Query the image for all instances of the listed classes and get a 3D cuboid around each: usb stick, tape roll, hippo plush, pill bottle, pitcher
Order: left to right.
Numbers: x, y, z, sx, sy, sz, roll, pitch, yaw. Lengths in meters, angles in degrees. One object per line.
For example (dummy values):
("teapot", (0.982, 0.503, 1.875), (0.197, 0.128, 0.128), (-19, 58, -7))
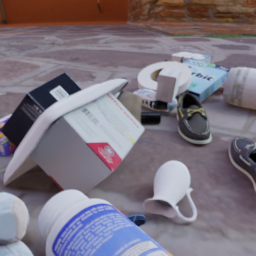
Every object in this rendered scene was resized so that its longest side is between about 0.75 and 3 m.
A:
("hippo plush", (-2.597, 1.817, 4.427), (2.390, 1.903, 1.921), (11, -7, -12))
("pill bottle", (-0.389, 1.888, 4.163), (1.311, 1.311, 2.340), (-20, 32, -35))
("usb stick", (0.339, -0.359, 9.799), (1.663, 0.461, 0.271), (0, 35, 1))
("tape roll", (1.553, -2.110, 12.060), (2.319, 0.424, 2.319), (-7, 41, 6))
("pitcher", (1.028, 1.370, 6.015), (1.078, 0.762, 1.257), (24, 42, 9))

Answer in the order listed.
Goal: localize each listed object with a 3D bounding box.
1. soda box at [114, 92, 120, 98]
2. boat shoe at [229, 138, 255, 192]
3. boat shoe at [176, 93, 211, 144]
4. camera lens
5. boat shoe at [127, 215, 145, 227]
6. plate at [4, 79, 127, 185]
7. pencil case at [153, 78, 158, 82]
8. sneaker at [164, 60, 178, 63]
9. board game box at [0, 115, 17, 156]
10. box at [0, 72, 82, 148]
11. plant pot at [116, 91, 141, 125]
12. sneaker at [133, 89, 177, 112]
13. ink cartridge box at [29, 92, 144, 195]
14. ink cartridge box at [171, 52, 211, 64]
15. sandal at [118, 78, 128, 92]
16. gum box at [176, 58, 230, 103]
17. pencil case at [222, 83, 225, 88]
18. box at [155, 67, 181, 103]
("soda box", (-1.278, -0.805, 10.240), (2.541, 0.869, 0.808), (1, 25, 2))
("boat shoe", (3.293, 0.811, 6.881), (1.014, 0.875, 2.790), (0, 26, 0))
("boat shoe", (2.142, -0.383, 9.420), (0.977, 0.826, 2.742), (-1, 26, -1))
("camera lens", (4.891, -1.523, 10.966), (1.919, 1.535, 1.535), (15, 30, 28))
("boat shoe", (-0.024, 1.889, 5.285), (0.771, 0.325, 0.265), (-24, 24, 10))
("plate", (-1.603, -0.060, 6.915), (0.466, 2.884, 2.878), (48, 37, 1))
("pencil case", (1.389, -2.163, 13.421), (1.548, 0.662, 0.650), (-10, 70, -21))
("sneaker", (2.452, -2.776, 14.116), (0.827, 1.064, 2.365), (-15, 30, -28))
("board game box", (-3.680, 0.128, 8.816), (1.306, 0.435, 1.943), (10, 27, 19))
("box", (-2.419, -0.472, 8.172), (0.999, 1.747, 1.919), (46, 33, -7))
("plant pot", (-0.045, -0.594, 9.093), (1.202, 1.043, 1.202), (18, -1, 0))
("sneaker", (0.903, -1.057, 10.985), (2.016, 0.724, 0.730), (13, 31, 30))
("ink cartridge box", (-0.873, 0.298, 6.620), (1.511, 1.504, 2.079), (47, 32, -3))
("ink cartridge box", (3.763, -3.990, 16.929), (1.932, 0.809, 1.402), (21, 33, 37))
("sandal", (-1.067, -0.592, 9.106), (2.811, 0.634, 1.056), (-35, 21, -1))
("gum box", (3.013, -2.213, 12.700), (2.166, 0.568, 2.549), (27, 51, 36))
("pencil case", (4.709, -1.937, 12.980), (0.612, 0.612, 1.399), (3, 25, 7))
("box", (1.460, -1.572, 10.188), (0.653, 1.000, 0.995), (14, 31, 14))
